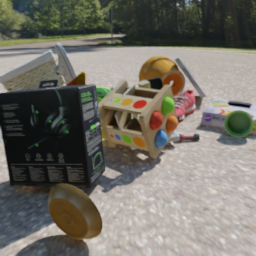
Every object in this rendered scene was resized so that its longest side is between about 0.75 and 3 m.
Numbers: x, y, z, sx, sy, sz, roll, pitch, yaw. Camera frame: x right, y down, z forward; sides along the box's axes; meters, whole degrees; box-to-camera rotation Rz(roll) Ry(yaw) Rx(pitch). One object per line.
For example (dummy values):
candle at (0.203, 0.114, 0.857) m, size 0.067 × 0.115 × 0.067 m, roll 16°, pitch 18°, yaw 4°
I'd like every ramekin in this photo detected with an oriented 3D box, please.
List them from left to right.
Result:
ramekin at (4.107, -0.190, 10.390) m, size 1.011 × 1.011 × 0.494 m, roll 9°, pitch 15°, yaw 22°

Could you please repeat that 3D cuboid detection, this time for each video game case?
video game case at (0.741, 0.134, 10.165) m, size 1.688 × 0.217 × 1.857 m, roll -11°, pitch 26°, yaw -8°
video game case at (3.344, -2.671, 14.958) m, size 0.289 × 2.386 × 2.621 m, roll -35°, pitch 1°, yaw 18°

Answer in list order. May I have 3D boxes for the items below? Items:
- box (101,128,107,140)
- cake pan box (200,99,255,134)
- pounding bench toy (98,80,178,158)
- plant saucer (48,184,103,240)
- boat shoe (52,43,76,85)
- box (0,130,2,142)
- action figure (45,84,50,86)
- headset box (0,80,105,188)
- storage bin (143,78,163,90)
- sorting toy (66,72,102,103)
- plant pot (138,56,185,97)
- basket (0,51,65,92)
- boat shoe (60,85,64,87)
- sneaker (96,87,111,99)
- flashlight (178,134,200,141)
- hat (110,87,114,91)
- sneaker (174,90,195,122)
box at (-1.132, 0.112, 9.493) m, size 1.452 × 0.364 × 0.546 m, roll 15°, pitch 0°, yaw -38°
cake pan box at (4.552, -0.563, 11.854) m, size 2.286 × 0.649 × 2.482 m, roll 14°, pitch 25°, yaw 28°
pounding bench toy at (0.675, -0.632, 9.199) m, size 2.072 × 1.650 × 2.656 m, roll 12°, pitch 47°, yaw 34°
plant saucer at (-1.055, 1.622, 5.188) m, size 1.251 × 1.251 × 0.221 m, roll 11°, pitch 28°, yaw 26°
boat shoe at (-2.772, -2.378, 11.727) m, size 0.937 × 2.197 × 0.812 m, roll -24°, pitch 11°, yaw -8°
box at (-4.793, -0.273, 8.526) m, size 0.586 × 1.136 × 1.948 m, roll -7°, pitch -18°, yaw 30°
action figure at (-3.374, -1.133, 12.219) m, size 2.771 × 1.414 × 1.647 m, roll -12°, pitch 43°, yaw -37°
headset box at (-1.873, 0.092, 6.961) m, size 2.191 × 2.516 × 1.167 m, roll -3°, pitch 12°, yaw 15°
storage bin at (0.979, -1.258, 11.130) m, size 0.914 × 1.352 × 0.634 m, roll -10°, pitch 13°, yaw 8°
sorting toy at (-1.090, -1.227, 10.602) m, size 2.731 × 0.941 × 0.947 m, roll 32°, pitch 28°, yaw 5°
plant pot at (1.908, -2.510, 14.670) m, size 2.227 × 2.227 × 2.039 m, roll -6°, pitch 23°, yaw -15°
basket at (-4.504, -2.271, 13.226) m, size 2.690 × 1.660 × 1.823 m, roll -33°, pitch 20°, yaw -15°
boat shoe at (-3.811, -1.372, 13.881) m, size 0.776 × 0.847 × 2.268 m, roll -22°, pitch 16°, yaw 30°
sneaker at (-0.630, -0.942, 11.505) m, size 2.254 × 0.835 × 0.942 m, roll 28°, pitch 22°, yaw -15°
flashlight at (2.127, 0.320, 10.007) m, size 0.831 × 0.281 × 0.282 m, roll -4°, pitch 14°, yaw -10°
hat at (-0.809, -1.722, 15.653) m, size 1.026 × 0.903 × 0.850 m, roll -38°, pitch 12°, yaw 13°
sneaker at (2.260, -1.072, 12.437) m, size 0.943 × 1.110 × 2.559 m, roll 15°, pitch 26°, yaw 29°
